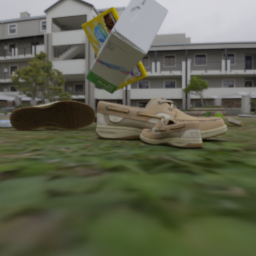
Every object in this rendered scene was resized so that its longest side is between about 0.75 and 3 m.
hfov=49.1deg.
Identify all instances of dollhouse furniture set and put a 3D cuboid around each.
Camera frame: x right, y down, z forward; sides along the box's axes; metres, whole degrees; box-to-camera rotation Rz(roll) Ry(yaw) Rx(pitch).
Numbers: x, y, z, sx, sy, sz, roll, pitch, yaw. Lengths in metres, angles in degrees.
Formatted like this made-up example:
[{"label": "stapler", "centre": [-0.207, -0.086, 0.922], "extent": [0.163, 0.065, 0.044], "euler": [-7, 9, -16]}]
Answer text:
[{"label": "dollhouse furniture set", "centre": [3.887, -0.192, 11.573], "extent": [1.495, 0.577, 0.747], "euler": [21, 2, 19]}]

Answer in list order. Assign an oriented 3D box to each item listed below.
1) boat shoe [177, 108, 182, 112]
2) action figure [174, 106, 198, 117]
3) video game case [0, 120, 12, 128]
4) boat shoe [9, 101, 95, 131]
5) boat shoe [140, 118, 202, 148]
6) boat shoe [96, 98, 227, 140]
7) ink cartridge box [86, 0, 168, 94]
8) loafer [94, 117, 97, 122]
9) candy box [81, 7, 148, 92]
[{"label": "boat shoe", "centre": [0.923, -0.415, 10.227], "extent": [2.360, 0.776, 0.843], "euler": [-1, 3, -18]}, {"label": "action figure", "centre": [0.933, -0.172, 6.380], "extent": [1.316, 0.672, 0.782], "euler": [3, 14, 26]}, {"label": "video game case", "centre": [-5.257, -0.142, 10.126], "extent": [2.063, 0.260, 2.264], "euler": [-1, 2, -20]}, {"label": "boat shoe", "centre": [-2.199, -0.344, 8.341], "extent": [2.409, 0.869, 0.782], "euler": [-6, 5, -14]}, {"label": "boat shoe", "centre": [0.607, 0.053, 4.113], "extent": [0.431, 0.390, 1.209], "euler": [-2, 3, -34]}, {"label": "boat shoe", "centre": [0.527, -0.171, 4.982], "extent": [2.342, 0.756, 0.835], "euler": [1, 3, 13]}, {"label": "ink cartridge box", "centre": [-0.119, -2.529, 8.649], "extent": [1.115, 1.924, 2.657], "euler": [31, -27, -12]}, {"label": "loafer", "centre": [-2.381, -0.529, 17.231], "extent": [1.259, 0.428, 0.442], "euler": [5, -2, -2]}, {"label": "candy box", "centre": [-0.526, -3.038, 11.079], "extent": [1.488, 2.911, 0.384], "euler": [-22, 15, 24]}]
